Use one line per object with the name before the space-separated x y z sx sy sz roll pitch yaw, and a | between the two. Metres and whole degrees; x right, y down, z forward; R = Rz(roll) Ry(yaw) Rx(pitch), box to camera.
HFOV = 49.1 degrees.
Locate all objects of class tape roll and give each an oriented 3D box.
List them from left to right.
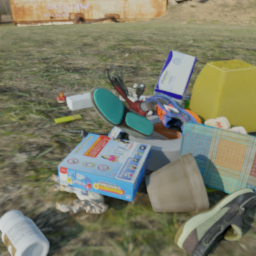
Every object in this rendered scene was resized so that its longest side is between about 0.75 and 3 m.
tape roll | 1.348 0.501 10.488 2.780 0.918 2.780 0 27 0

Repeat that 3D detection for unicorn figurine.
unicorn figurine | -1.299 1.693 8.139 1.771 0.952 2.579 8 29 -28

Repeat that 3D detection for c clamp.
c clamp | -1.317 0.723 10.719 2.218 0.352 2.597 -2 28 -19

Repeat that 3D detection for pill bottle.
pill bottle | -2.519 2.569 6.631 0.770 0.770 1.347 -22 34 -36

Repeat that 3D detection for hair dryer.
hair dryer | 0.091 -1.245 11.509 0.710 2.614 1.991 -35 56 -25

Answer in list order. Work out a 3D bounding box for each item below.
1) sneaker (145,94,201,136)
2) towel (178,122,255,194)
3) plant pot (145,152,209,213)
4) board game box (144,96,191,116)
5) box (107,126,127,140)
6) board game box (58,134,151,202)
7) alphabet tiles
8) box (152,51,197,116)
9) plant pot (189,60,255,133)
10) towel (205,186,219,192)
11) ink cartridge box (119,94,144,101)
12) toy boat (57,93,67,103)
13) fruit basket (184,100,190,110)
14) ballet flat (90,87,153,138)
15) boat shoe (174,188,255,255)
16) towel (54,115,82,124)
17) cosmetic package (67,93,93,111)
sneaker | 1.498 -0.477 10.205 2.333 0.879 0.915 31 50 31
towel | 2.696 0.942 8.295 2.533 1.858 0.275 15 13 30
plant pot | 1.288 1.665 7.784 1.438 1.657 1.657 -17 27 5
board game box | 2.113 -1.117 14.144 2.593 0.449 1.637 0 28 0
box | -0.451 0.327 10.270 0.312 1.130 1.655 41 48 -13
board game box | -0.575 1.025 8.094 2.086 0.595 2.130 10 26 14
alphabet tiles | 3.175 0.562 8.885 0.142 1.948 1.905 -34 8 -20
box | 1.995 -1.768 12.421 1.220 2.326 2.139 18 66 10
plant pot | 3.752 -1.267 10.510 2.238 2.305 2.253 -8 27 -10
towel | 3.605 1.520 9.235 2.908 0.263 1.251 -5 27 -9
ink cartridge box | 0.336 -1.728 15.523 1.279 0.278 1.110 13 31 24
toy boat | -3.582 -1.661 15.159 0.505 0.506 0.773 -12 30 -22
fruit basket | 2.844 -0.775 12.551 0.750 1.040 1.040 28 37 30
ballet flat | -0.323 -0.335 8.810 2.716 0.915 0.865 31 -26 -36
boat shoe | 2.385 2.385 6.906 2.738 0.978 0.900 -17 42 -30
towel | -2.830 -0.406 13.184 1.216 0.110 0.523 -13 25 -22
cosmetic package | -2.359 -1.398 14.609 1.500 0.555 0.763 -15 30 -28
